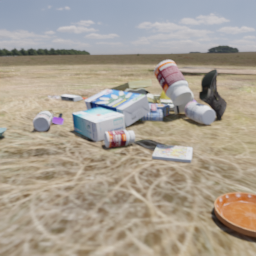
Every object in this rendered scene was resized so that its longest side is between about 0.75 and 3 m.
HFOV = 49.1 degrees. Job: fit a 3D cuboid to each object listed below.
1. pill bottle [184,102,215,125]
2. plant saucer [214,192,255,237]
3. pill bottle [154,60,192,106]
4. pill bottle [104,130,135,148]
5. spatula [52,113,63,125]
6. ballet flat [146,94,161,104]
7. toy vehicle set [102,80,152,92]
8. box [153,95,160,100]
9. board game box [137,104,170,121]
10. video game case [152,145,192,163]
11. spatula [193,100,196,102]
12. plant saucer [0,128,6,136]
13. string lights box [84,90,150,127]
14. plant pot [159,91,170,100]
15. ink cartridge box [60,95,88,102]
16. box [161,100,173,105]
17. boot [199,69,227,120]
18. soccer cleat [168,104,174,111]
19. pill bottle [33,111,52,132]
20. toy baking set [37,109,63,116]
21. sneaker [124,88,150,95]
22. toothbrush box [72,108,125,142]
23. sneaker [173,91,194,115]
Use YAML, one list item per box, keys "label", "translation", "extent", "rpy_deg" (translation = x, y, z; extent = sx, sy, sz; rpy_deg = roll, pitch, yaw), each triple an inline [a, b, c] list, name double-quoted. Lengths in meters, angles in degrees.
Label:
- label: "pill bottle"
  translation: [3.069, -0.626, 11.992]
  extent: [0.778, 0.778, 1.373]
  rpy_deg: [-5, 18, -17]
- label: "plant saucer"
  translation: [2.307, 1.630, 5.264]
  extent: [1.338, 0.216, 1.338]
  rpy_deg: [1, 17, 0]
- label: "pill bottle"
  translation: [1.395, -1.398, 8.748]
  extent: [0.755, 0.755, 1.322]
  rpy_deg: [-9, 58, -27]
- label: "pill bottle"
  translation: [-0.284, 0.347, 9.138]
  extent: [0.934, 0.512, 0.512]
  rpy_deg: [-5, 17, -18]
- label: "spatula"
  translation: [-3.060, -0.441, 12.424]
  extent: [0.466, 0.169, 1.648]
  rpy_deg: [11, 12, -11]
- label: "ballet flat"
  translation: [1.176, -1.433, 14.293]
  extent: [0.607, 0.607, 1.717]
  rpy_deg: [12, 1, 35]
- label: "toy vehicle set"
  translation: [-0.182, -2.368, 17.132]
  extent: [1.802, 0.384, 2.900]
  rpy_deg: [-14, 3, -40]
- label: "box"
  translation: [1.805, -1.796, 16.790]
  extent: [1.031, 0.352, 0.423]
  rpy_deg: [-3, 16, -9]
- label: "board game box"
  translation: [1.151, -0.751, 12.877]
  extent: [1.589, 0.490, 1.590]
  rpy_deg: [0, 18, 3]
- label: "video game case"
  translation: [1.350, 0.755, 8.420]
  extent: [1.106, 0.127, 1.007]
  rpy_deg: [4, 16, 14]
- label: "spatula"
  translation: [3.573, -1.195, 14.920]
  extent: [0.575, 0.209, 2.034]
  rpy_deg: [8, 17, -5]
- label: "plant saucer"
  translation: [-4.767, 0.245, 9.901]
  extent: [0.952, 0.183, 0.952]
  rpy_deg: [-10, 17, 3]
- label: "string lights box"
  translation: [-0.539, -0.950, 12.393]
  extent: [1.438, 0.825, 2.798]
  rpy_deg: [-33, 31, -31]
- label: "plant pot"
  translation: [2.227, -1.845, 16.184]
  extent: [0.921, 0.654, 0.921]
  rpy_deg: [1, 7, 0]
- label: "ink cartridge box"
  translation: [-3.302, -1.899, 17.244]
  extent: [1.076, 0.378, 1.324]
  rpy_deg: [10, 23, 30]
- label: "box"
  translation: [2.062, -1.347, 15.383]
  extent: [1.442, 0.250, 0.794]
  rpy_deg: [6, 16, 21]
- label: "boot"
  translation: [3.835, -1.451, 12.302]
  extent: [1.590, 1.827, 0.632]
  rpy_deg: [35, -22, -31]
- label: "soccer cleat"
  translation: [2.289, -1.003, 14.060]
  extent: [1.051, 0.367, 0.454]
  rpy_deg: [1, 9, 30]
- label: "pill bottle"
  translation: [-3.352, -0.286, 11.087]
  extent: [0.641, 0.641, 1.107]
  rpy_deg: [-2, 15, -7]
- label: "toy baking set"
  translation: [-3.791, -0.742, 13.502]
  extent: [1.063, 0.161, 1.385]
  rpy_deg: [11, 20, 33]
- label: "sneaker"
  translation: [0.820, -1.565, 15.523]
  extent: [1.271, 0.895, 2.392]
  rpy_deg: [30, 23, 27]
- label: "toothbrush box"
  translation: [-1.118, -0.174, 10.440]
  extent: [1.267, 0.738, 1.731]
  rpy_deg: [-16, 23, -34]
- label: "sneaker"
  translation: [2.453, -1.548, 12.649]
  extent: [0.960, 2.384, 0.911]
  rpy_deg: [-7, 58, 10]
